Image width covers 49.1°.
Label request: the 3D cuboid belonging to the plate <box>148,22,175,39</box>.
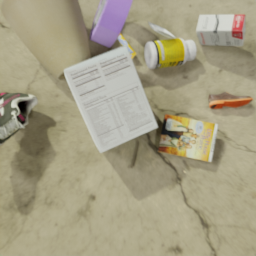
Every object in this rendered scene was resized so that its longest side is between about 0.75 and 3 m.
[{"bbox_3d":[1.076,-3.172,9.171,0.786,0.127,0.788,11,31,-34],"label":"plate"}]

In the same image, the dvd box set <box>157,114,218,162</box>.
[{"bbox_3d":[1.819,0.314,8.613,1.649,0.242,1.206,12,86,5],"label":"dvd box set"}]

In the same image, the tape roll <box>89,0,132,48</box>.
[{"bbox_3d":[-0.559,-3.881,9.312,0.739,2.253,2.253,18,69,-19],"label":"tape roll"}]

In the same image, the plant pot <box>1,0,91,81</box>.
[{"bbox_3d":[-2.324,-3.012,9.173,2.472,2.472,2.639,-28,89,-10],"label":"plant pot"}]

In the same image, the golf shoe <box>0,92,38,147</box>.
[{"bbox_3d":[-3.673,-0.095,7.987,1.275,1.117,2.895,-6,43,18],"label":"golf shoe"}]

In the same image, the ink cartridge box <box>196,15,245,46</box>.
[{"bbox_3d":[3.154,-3.296,9.515,1.476,1.065,0.618,9,82,24],"label":"ink cartridge box"}]

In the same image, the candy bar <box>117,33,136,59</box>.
[{"bbox_3d":[-0.081,-2.931,10.020,0.133,0.300,1.203,-4,54,-49],"label":"candy bar"}]

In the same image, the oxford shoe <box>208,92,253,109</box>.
[{"bbox_3d":[3.373,-0.981,9.255,1.429,0.509,0.521,-4,65,-1],"label":"oxford shoe"}]

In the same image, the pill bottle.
[{"bbox_3d":[1.434,-2.542,9.517,1.614,0.907,0.907,-11,70,-13],"label":"pill bottle"}]

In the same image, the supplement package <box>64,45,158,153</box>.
[{"bbox_3d":[-0.557,-0.816,8.035,1.759,1.772,2.335,-24,101,-8],"label":"supplement package"}]
